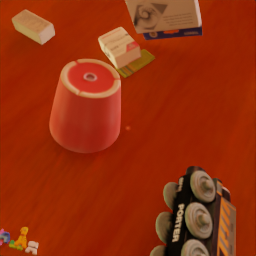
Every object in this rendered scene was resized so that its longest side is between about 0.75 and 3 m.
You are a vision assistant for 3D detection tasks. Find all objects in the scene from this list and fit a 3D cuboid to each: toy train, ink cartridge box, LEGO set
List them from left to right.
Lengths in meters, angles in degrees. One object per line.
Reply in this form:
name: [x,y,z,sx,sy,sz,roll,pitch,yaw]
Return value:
LEGO set: [-2.406,2.377,6.102,1.003,0.383,0.412,17,48,-3]
ink cartridge box: [-0.276,-2.544,8.853,0.867,0.505,1.197,-29,55,-8]
ink cartridge box: [1.050,-3.275,8.101,1.967,1.971,0.400,3,58,27]
toy train: [1.440,2.162,5.586,1.623,1.213,2.848,38,45,-18]

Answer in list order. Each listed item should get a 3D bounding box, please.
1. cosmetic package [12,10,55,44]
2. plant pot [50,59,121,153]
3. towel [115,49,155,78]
cosmetic package: [-3.230,-3.461,9.574,1.302,0.476,0.674,34,64,18]
plant pot: [-0.982,-0.619,6.865,1.896,1.678,1.896,7,49,-8]
towel: [0.218,-2.095,8.977,1.281,0.116,0.551,-37,67,-20]
